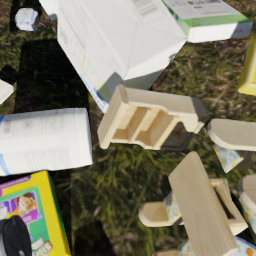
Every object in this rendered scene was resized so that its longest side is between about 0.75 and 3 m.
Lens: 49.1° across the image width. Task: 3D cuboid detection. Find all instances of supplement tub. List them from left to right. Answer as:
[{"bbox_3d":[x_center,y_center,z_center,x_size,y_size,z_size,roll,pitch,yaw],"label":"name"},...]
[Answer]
[{"bbox_3d":[-2.294,0.358,7.584,2.486,1.640,1.640,-6,56,-5],"label":"supplement tub"}]

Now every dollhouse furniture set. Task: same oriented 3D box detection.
[{"bbox_3d":[0.758,0.794,4.893,1.919,2.710,2.950,5,48,-24],"label":"dollhouse furniture set"}]

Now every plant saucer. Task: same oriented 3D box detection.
[{"bbox_3d":[3.252,-1.331,6.152,1.338,0.324,1.338,15,98,20],"label":"plant saucer"}]

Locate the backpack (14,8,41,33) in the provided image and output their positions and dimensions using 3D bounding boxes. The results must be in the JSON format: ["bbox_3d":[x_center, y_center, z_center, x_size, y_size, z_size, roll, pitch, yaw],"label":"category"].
[{"bbox_3d":[-4.150,-4.400,11.408,0.886,0.716,0.930,1,58,13],"label":"backpack"}]

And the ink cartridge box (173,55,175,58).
[{"bbox_3d":[1.379,-3.743,10.858,1.383,0.798,1.907,15,57,10],"label":"ink cartridge box"}]

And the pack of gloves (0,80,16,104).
[{"bbox_3d":[-5.011,-0.833,9.255,1.739,0.408,2.069,26,65,8],"label":"pack of gloves"}]

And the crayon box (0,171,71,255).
[{"bbox_3d":[-2.900,2.501,6.658,2.578,0.751,2.224,-17,59,-11],"label":"crayon box"}]

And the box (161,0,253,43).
[{"bbox_3d":[2.015,-3.190,7.891,1.775,0.447,2.460,-9,43,-11],"label":"box"}]

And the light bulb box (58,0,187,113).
[{"bbox_3d":[-0.363,-2.042,6.502,1.564,2.506,2.484,-31,85,-20],"label":"light bulb box"}]

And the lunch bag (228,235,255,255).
[{"bbox_3d":[2.436,3.127,6.377,1.439,0.544,1.153,26,61,18],"label":"lunch bag"}]

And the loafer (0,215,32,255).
[{"bbox_3d":[-1.517,1.386,3.256,0.570,1.809,0.650,-14,72,-16],"label":"loafer"}]

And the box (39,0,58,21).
[{"bbox_3d":[-2.099,-3.667,7.664,0.615,0.940,0.935,-24,56,3],"label":"box"}]
